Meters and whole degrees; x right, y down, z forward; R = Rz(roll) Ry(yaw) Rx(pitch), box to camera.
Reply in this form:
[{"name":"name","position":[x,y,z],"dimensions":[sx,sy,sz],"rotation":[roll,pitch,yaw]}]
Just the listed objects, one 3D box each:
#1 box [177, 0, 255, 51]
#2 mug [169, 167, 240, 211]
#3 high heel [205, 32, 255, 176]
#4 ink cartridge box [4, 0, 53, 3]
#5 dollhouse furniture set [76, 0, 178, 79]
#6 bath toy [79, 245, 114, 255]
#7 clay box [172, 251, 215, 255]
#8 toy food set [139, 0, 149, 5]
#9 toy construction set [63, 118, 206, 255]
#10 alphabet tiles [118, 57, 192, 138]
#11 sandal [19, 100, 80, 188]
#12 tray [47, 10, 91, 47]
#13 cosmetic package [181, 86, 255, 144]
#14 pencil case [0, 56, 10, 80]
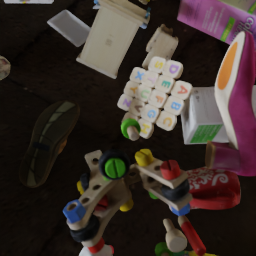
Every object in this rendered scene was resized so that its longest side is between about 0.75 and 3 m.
[{"name":"box","position":[3.522,-4.213,9.135],"dimensions":[2.831,1.369,2.491],"rotation":[31,68,15]},{"name":"mug","position":[1.687,1.374,6.462],"dimensions":[1.533,1.360,1.023],"rotation":[-9,76,0]},{"name":"high heel","position":[2.506,-0.375,5.666],"dimensions":[1.395,0.979,2.908],"rotation":[5,102,-1]},{"name":"ink cartridge box","position":[-3.547,-5.130,9.938],"dimensions":[1.727,0.725,1.251],"rotation":[0,64,0]},{"name":"dollhouse furniture set","position":[-0.043,-2.956,8.954],"dimensions":[2.634,1.821,2.790],"rotation":[24,33,-10]},{"name":"bath toy","position":[0.002,3.155,5.548],"dimensions":[2.383,0.881,1.036],"rotation":[26,105,34]},{"name":"clay box","position":[2.204,3.560,5.710],"dimensions":[2.820,0.671,1.620],"rotation":[8,65,7]},{"name":"toy food set","position":[0.815,-5.060,10.171],"dimensions":[1.850,0.371,1.277],"rotation":[-39,77,-23]},{"name":"toy construction set","position":[0.175,1.398,6.125],"dimensions":[2.940,2.259,2.452],"rotation":[41,97,-18]},{"name":"alphabet tiles","position":[0.602,-0.837,7.414],"dimensions":[2.062,0.154,2.109],"rotation":[29,96,40]},{"name":"sandal","position":[-1.995,0.398,7.349],"dimensions":[0.992,0.663,2.428],"rotation":[16,79,15]},{"name":"tray","position":[-1.883,-3.306,9.361],"dimensions":[1.576,0.175,0.846],"rotation":[41,70,18]},{"name":"cosmetic package","position":[2.771,-0.334,7.254],"dimensions":[2.538,1.366,1.077],"rotation":[-2,64,1]},{"name":"pencil case","position":[-4.523,-2.018,8.421],"dimensions":[1.771,0.689,0.792],"rotation":[21,35,9]}]
